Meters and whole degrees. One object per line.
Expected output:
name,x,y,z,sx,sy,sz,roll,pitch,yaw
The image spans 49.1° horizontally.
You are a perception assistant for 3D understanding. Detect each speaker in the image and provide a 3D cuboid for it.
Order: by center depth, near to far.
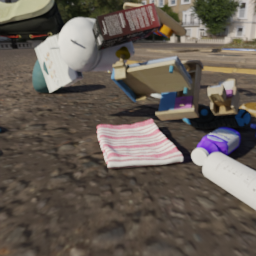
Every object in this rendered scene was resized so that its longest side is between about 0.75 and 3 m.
speaker,2.450,1.159,6.122,0.709,0.709,1.746,-10,22,-26

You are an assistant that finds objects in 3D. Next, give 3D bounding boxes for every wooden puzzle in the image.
wooden puzzle,0.987,-4.257,11.296,2.068,0.517,2.232,24,8,-33

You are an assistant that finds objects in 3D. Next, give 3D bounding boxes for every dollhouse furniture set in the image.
dollhouse furniture set,1.193,-1.456,6.667,2.289,1.582,2.424,-4,-26,33

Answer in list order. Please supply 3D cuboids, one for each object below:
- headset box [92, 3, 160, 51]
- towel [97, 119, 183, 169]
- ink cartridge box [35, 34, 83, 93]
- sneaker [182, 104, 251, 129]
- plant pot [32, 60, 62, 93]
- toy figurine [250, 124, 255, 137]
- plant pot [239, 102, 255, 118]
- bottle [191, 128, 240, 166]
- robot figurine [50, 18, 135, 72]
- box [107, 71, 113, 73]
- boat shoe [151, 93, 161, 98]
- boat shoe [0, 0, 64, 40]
headset box,-0.014,-2.125,5.920,1.347,0.505,1.001,-18,8,-10
towel,0.193,0.406,8.585,2.084,0.426,2.848,-5,21,-11
ink cartridge box,-2.433,-2.275,9.779,1.523,1.755,0.382,-19,0,39
sneaker,3.160,-0.346,10.340,2.433,0.891,0.997,8,1,14
plant pot,-4.154,-2.795,15.291,1.321,1.961,1.961,13,22,6
toy figurine,4.766,-0.138,8.928,1.521,1.339,2.539,10,21,38
plant pot,5.788,-0.794,12.076,1.904,0.262,1.904,0,21,0
bottle,2.475,0.523,7.943,0.810,0.633,1.938,20,28,38
robot figurine,-0.835,-2.114,7.244,1.936,1.289,2.283,-21,-4,42
box,-0.695,-3.768,13.378,0.760,2.169,0.697,-9,27,-17
boat shoe,1.849,-1.882,14.335,0.730,0.718,2.025,-16,25,-36
boat shoe,-3.029,-2.653,7.108,2.893,0.907,1.058,0,57,16
